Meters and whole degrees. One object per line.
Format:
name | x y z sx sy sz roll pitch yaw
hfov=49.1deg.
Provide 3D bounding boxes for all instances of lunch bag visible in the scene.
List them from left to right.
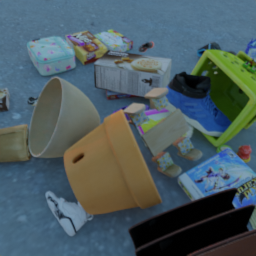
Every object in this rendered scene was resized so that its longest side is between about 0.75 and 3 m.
lunch bag | -3.698 -3.600 13.615 1.972 0.948 2.459 -21 48 -20
lunch bag | 5.940 -3.217 12.742 1.904 1.619 1.213 -20 48 -19

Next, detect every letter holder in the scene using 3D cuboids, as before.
letter holder | 1.527 2.402 6.288 2.859 2.032 1.438 -19 50 -5

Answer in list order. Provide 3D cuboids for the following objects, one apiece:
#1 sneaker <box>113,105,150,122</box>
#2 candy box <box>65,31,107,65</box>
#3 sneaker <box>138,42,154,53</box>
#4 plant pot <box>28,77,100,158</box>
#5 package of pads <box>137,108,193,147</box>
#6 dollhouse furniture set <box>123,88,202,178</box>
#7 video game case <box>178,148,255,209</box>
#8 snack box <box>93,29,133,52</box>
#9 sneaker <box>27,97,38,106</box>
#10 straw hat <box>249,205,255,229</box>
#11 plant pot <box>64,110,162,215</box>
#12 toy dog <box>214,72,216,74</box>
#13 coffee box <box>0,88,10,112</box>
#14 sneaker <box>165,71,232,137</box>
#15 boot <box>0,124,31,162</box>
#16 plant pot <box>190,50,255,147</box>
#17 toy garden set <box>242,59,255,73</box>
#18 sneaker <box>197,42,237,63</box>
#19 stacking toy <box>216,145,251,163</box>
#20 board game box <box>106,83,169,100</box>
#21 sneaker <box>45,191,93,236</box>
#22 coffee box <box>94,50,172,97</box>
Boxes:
sneaker | 0.133 -0.566 10.679 1.562 0.652 0.630 -18 55 -16
candy box | -2.158 -4.173 14.427 1.339 0.648 2.295 -21 50 -21
sneaker | 0.674 -3.429 11.802 0.363 0.341 0.885 -12 0 -39
plant pot | -1.939 -0.161 9.141 1.716 2.556 2.556 17 33 -35
package of pads | 1.277 -0.083 10.206 1.836 0.626 1.419 -12 44 -13
dollhouse furniture set | 0.779 0.515 8.037 2.605 2.393 1.695 -36 19 -14
video game case | 2.771 1.711 8.230 1.956 0.444 1.773 -28 51 -10
snack box | -0.818 -4.595 14.970 1.301 0.485 1.829 -30 52 -28
sneaker | -3.627 -1.034 11.201 0.904 0.408 0.353 1 80 26
straw hat | 4.531 2.048 7.722 2.543 1.076 2.543 0 44 0
plant pot | -0.488 1.132 7.757 1.934 2.763 2.763 -24 47 1
toy dog | 4.652 -2.037 11.779 2.614 1.259 1.724 27 50 25
coffee box | -5.225 -1.133 11.457 0.600 0.418 1.049 -10 45 -11
sneaker | 2.573 -0.851 9.442 2.779 1.546 1.067 31 45 4
boot | -4.922 0.276 9.694 2.905 0.961 2.544 -10 58 -9
plant pot | 3.612 -1.163 9.852 2.231 2.447 2.459 -17 58 -32
toy garden set | 4.271 -1.909 9.095 1.010 0.201 0.842 39 37 13
sneaker | 4.305 -3.285 13.428 1.041 0.930 2.540 -20 38 -12
stacking toy | 3.439 0.914 9.283 1.103 0.515 1.219 26 49 24
board game box | 0.377 -1.897 12.349 2.771 0.270 1.427 -6 46 -6
sneaker | -1.669 2.240 7.912 0.854 0.558 1.485 -29 57 -27
coffee box | 0.204 -2.240 11.549 2.831 1.129 1.619 13 38 14
